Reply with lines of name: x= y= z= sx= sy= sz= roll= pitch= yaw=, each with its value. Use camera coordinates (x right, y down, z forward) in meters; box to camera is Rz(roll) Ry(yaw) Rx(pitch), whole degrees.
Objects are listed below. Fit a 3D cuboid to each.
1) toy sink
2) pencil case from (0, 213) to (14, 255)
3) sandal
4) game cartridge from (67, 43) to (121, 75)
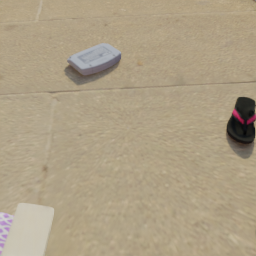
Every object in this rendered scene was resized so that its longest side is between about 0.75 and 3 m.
toy sink: x=-1.898 y=2.118 z=5.367 sx=0.720 sy=0.619 sz=1.105 roll=11 pitch=48 yaw=-9
pencil case: x=-2.602 y=2.295 z=5.490 sx=0.523 sy=0.533 sz=1.247 roll=30 pitch=41 yaw=-24
sandal: x=3.502 y=-0.381 z=8.494 sx=0.807 sy=0.484 sz=2.148 roll=15 pitch=48 yaw=14
game cartridge: x=-1.245 y=-2.657 z=10.806 sx=1.861 sy=0.377 sz=1.241 roll=-30 pitch=50 yaw=-26
